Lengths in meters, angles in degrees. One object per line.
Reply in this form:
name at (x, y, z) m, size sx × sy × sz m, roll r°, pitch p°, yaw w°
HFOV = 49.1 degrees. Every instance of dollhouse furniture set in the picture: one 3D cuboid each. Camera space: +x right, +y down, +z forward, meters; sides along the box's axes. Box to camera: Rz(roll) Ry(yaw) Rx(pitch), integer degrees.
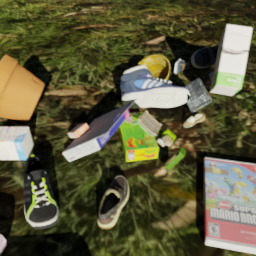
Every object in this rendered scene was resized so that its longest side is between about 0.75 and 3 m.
dollhouse furniture set at (0.863, 0.370, 8.623) m, size 1.839 × 0.710 × 0.919 m, roll 42°, pitch 28°, yaw -1°

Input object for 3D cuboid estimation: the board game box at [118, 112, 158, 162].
board game box at (0.270, 0.253, 9.882) m, size 1.078 × 0.505 × 2.122 m, roll -6°, pitch 37°, yaw -8°

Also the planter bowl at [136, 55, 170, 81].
planter bowl at (1.164, -2.301, 12.613) m, size 1.826 × 0.760 × 1.826 m, roll -13°, pitch 63°, yaw 27°

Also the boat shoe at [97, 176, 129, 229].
boat shoe at (-0.366, 1.892, 7.626) m, size 0.635 × 0.562 × 1.735 m, roll 7°, pitch 37°, yaw 10°

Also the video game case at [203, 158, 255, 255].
video game case at (3.172, 2.021, 7.712) m, size 2.119 × 0.259 × 2.964 m, roll 7°, pitch 37°, yaw 9°

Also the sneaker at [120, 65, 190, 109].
sneaker at (1.036, -1.892, 11.483) m, size 2.782 × 1.121 × 2.037 m, roll -5°, pitch 60°, yaw 10°

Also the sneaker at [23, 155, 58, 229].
sneaker at (-2.521, 1.637, 7.621) m, size 0.843 × 0.974 × 2.352 m, roll -15°, pitch 39°, yaw -20°

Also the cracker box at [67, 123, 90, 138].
cracker box at (-1.742, 0.108, 9.752) m, size 0.553 × 0.238 × 0.825 m, roll -40°, pitch 15°, yaw -24°

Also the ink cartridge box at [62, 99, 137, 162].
ink cartridge box at (-0.823, 0.081, 9.182) m, size 2.197 × 0.476 × 2.157 m, roll -21°, pitch 20°, yaw 39°

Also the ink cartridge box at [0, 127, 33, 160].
ink cartridge box at (-3.958, 0.511, 9.279) m, size 1.281 × 0.802 × 0.823 m, roll 0°, pitch 37°, yaw -1°

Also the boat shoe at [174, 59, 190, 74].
boat shoe at (2.805, -3.188, 14.506) m, size 0.644 × 0.502 × 1.419 m, roll 11°, pitch 37°, yaw 18°

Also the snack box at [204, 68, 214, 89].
snack box at (4.220, -2.412, 13.686) m, size 0.709 × 0.240 × 1.973 m, roll 12°, pitch 38°, yaw 16°

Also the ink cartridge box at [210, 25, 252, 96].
ink cartridge box at (4.272, -2.762, 11.777) m, size 1.050 × 2.499 × 1.818 m, roll 11°, pitch -1°, yaw 10°

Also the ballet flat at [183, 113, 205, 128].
ballet flat at (2.536, -0.321, 10.791) m, size 1.053 × 0.344 × 0.371 m, roll -23°, pitch 41°, yaw -27°

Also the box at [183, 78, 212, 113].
box at (2.744, -1.311, 11.345) m, size 0.905 × 0.293 × 1.148 m, roll -32°, pitch 60°, yaw 20°

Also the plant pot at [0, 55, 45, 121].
plant pot at (-4.238, -1.288, 10.528) m, size 1.656 × 2.365 × 2.365 m, roll 25°, pitch 32°, yaw -19°

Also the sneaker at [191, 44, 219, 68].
sneaker at (4.468, -3.745, 14.298) m, size 2.591 × 1.016 × 1.029 m, roll -18°, pitch 4°, yaw -22°

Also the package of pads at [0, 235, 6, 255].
package of pads at (-3.556, 3.077, 5.920) m, size 1.118 × 0.702 × 1.855 m, roll 8°, pitch 37°, yaw 6°
